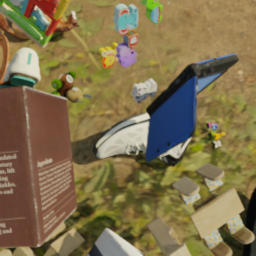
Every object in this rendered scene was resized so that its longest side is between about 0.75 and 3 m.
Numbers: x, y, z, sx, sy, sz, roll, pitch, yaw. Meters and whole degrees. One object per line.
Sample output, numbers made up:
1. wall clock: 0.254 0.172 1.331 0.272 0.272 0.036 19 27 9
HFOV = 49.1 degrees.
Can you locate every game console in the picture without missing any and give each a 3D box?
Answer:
1. game console: 1.133 -0.310 5.253 1.632 1.912 1.131 -18 79 -24

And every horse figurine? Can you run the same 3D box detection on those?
1. horse figurine: -3.133 -3.686 9.363 2.822 0.704 1.870 -13 70 -5

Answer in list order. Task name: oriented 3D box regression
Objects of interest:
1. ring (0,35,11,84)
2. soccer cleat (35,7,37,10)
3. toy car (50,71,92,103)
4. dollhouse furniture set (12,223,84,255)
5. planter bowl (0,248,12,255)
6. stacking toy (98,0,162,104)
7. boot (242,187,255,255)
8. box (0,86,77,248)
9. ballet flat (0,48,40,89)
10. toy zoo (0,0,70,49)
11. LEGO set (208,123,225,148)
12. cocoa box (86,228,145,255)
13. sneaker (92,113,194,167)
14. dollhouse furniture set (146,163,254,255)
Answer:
1. ring: -2.363 -1.151 5.019 1.036 0.099 1.036 -9 77 40
2. soccer cleat: -3.758 -4.607 9.770 0.543 0.608 1.566 -40 74 -14
3. toy car: -1.236 -0.822 6.331 0.795 0.628 0.653 30 40 12
4. dollhouse furniture set: -2.001 3.006 7.070 1.089 0.933 1.145 41 109 14
5. planter bowl: -2.030 2.509 4.097 1.174 1.174 0.790 -42 82 -14
6. stacking toy: -0.075 -1.742 5.381 0.518 2.203 1.661 -24 52 -20
7. boot: 3.901 2.648 6.838 1.856 0.844 2.210 11 76 8
8. box: -2.172 0.635 4.952 1.944 1.924 2.344 -5 90 7
9. ballet flat: -2.353 -1.139 6.035 0.778 2.240 0.778 3 84 -32
10. toy zoo: -2.117 -2.885 6.154 1.485 2.264 0.232 41 56 -14
11. LEGO set: 2.603 0.157 8.114 0.321 0.298 0.781 -9 71 -3
12. cocoa box: 0.010 2.316 3.696 1.101 1.651 1.083 42 76 -18
13. sneaker: 0.552 0.473 7.575 2.814 1.062 1.619 -26 69 -12
14. dollhouse furniture set: 1.362 1.754 4.932 1.712 1.137 1.501 -30 103 -10
